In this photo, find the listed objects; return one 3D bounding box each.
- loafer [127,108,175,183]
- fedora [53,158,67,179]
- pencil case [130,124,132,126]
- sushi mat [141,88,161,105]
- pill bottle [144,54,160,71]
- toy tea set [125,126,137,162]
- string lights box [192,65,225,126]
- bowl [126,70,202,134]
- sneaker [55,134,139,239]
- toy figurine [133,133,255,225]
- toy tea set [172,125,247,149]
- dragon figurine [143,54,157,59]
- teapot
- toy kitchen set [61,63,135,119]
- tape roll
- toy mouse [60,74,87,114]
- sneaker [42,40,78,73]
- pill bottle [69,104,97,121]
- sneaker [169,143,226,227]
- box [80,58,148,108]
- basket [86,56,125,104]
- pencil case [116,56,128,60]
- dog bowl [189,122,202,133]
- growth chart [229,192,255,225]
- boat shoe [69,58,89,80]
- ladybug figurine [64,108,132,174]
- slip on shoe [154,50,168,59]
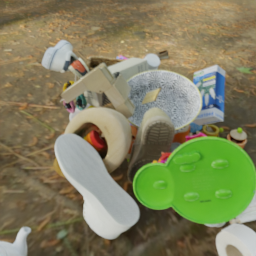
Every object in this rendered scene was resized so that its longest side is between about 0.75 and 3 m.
[{"bbox_3d":[0.626,0.566,7.585,1.033,2.730,0.932,12,43,-5],"label":"loafer"},{"bbox_3d":[-1.527,1.202,8.563,1.473,0.601,1.473,0,39,0],"label":"fedora"},{"bbox_3d":[0.582,0.206,9.514,0.566,0.566,1.280,-28,56,-31],"label":"pencil case"},{"bbox_3d":[0.685,-0.938,8.413,0.057,0.941,0.450,30,78,-17],"label":"sushi mat"},{"bbox_3d":[0.696,-2.161,10.333,0.650,1.138,0.650,8,64,-17],"label":"pill bottle"},{"bbox_3d":[0.113,0.572,8.484,1.040,1.750,0.647,2,63,31],"label":"toy tea set"},{"bbox_3d":[2.771,-1.102,9.709,0.974,0.559,1.896,-13,62,48],"label":"string lights box"},{"bbox_3d":[0.955,-0.554,8.947,2.539,1.192,2.539,-1,53,1],"label":"bowl"},{"bbox_3d":[-1.008,1.541,6.936,1.004,1.574,2.724,-27,68,-36],"label":"sneaker"},{"bbox_3d":[1.379,0.879,6.323,2.317,1.740,2.133,-9,9,10],"label":"toy figurine"},{"bbox_3d":[2.566,0.243,9.444,2.792,1.033,1.660,-8,38,-10],"label":"toy tea set"},{"bbox_3d":[1.063,-2.794,13.680,0.702,1.185,2.384,0,57,-2],"label":"dragon figurine"},{"bbox_3d":[-2.907,3.002,5.735,1.619,1.198,1.641,-1,38,-1],"label":"teapot"},{"bbox_3d":[-0.748,-0.904,8.188,1.424,1.579,1.288,-30,17,21],"label":"toy kitchen set"},{"bbox_3d":[2.485,2.737,6.052,0.431,1.233,1.233,-18,41,-22],"label":"tape roll"},{"bbox_3d":[-1.680,-0.835,8.998,0.285,1.307,1.471,-23,-2,-44],"label":"toy mouse"},{"bbox_3d":[-2.247,-2.417,9.914,0.922,0.951,2.604,25,24,-10],"label":"sneaker"},{"bbox_3d":[-1.562,-0.555,10.511,0.800,0.800,1.465,9,24,11],"label":"pill bottle"},{"bbox_3d":[1.766,1.586,7.766,0.972,0.943,2.663,-30,50,7],"label":"sneaker"},{"bbox_3d":[-0.365,-1.543,9.277,2.286,0.939,0.782,-31,35,-31],"label":"box"},{"bbox_3d":[-0.743,-1.766,10.593,1.786,1.330,1.274,10,55,3],"label":"basket"},{"bbox_3d":[-0.057,-3.344,14.525,1.328,0.587,0.587,30,46,34],"label":"pencil case"},{"bbox_3d":[1.993,-0.242,10.579,1.626,0.403,0.906,-3,39,-1],"label":"dog bowl"},{"bbox_3d":[3.247,1.732,8.204,1.708,0.209,2.361,-4,38,-4],"label":"growth chart"},{"bbox_3d":[-1.469,-1.664,9.431,0.502,1.605,0.571,-41,62,-7],"label":"boat shoe"},{"bbox_3d":[-0.805,0.367,7.489,0.924,2.569,1.744,-27,86,-48],"label":"ladybug figurine"},{"bbox_3d":[1.594,-4.003,15.487,1.399,0.424,0.532,-11,39,-14],"label":"slip on shoe"}]
